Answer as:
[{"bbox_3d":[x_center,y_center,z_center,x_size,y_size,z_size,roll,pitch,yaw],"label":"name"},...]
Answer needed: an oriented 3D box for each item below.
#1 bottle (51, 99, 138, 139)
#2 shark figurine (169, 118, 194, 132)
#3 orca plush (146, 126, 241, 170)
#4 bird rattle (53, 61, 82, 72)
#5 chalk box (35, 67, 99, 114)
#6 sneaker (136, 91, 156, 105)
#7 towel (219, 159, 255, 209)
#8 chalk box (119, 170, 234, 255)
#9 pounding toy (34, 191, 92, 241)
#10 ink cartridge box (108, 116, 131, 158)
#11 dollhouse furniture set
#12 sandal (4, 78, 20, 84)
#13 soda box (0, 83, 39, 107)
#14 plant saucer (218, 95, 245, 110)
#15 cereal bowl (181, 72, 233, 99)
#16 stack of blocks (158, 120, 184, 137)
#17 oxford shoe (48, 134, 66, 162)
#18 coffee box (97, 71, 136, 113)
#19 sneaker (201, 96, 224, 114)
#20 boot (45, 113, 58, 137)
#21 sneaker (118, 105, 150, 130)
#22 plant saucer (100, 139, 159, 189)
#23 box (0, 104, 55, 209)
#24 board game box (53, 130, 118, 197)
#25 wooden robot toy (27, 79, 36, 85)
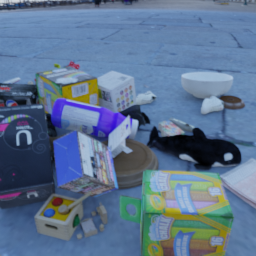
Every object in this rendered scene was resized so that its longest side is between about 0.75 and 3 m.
[{"bbox_3d":[-1.121,-0.226,9.612,2.859,1.194,0.933,13,72,-5],"label":"bottle"},{"bbox_3d":[1.844,-0.049,10.262,1.180,0.492,0.705,25,3,25],"label":"shark figurine"},{"bbox_3d":[2.058,0.336,8.842,2.970,1.056,1.563,20,35,32],"label":"orca plush"},{"bbox_3d":[-3.121,-2.838,15.109,1.583,1.093,1.941,34,29,29],"label":"bird rattle"},{"bbox_3d":[-2.623,-1.431,11.408,1.672,1.663,2.687,-21,34,-35],"label":"chalk box"},{"bbox_3d":[0.772,-1.273,12.449,0.496,0.460,1.223,35,45,30],"label":"sneaker"},{"bbox_3d":[3.527,1.495,7.589,1.604,0.258,1.532,-18,34,-28],"label":"towel"},{"bbox_3d":[0.878,1.811,5.904,2.157,1.342,1.335,1,29,3],"label":"chalk box"},{"bbox_3d":[-1.426,1.906,6.365,1.001,0.711,0.921,8,30,14],"label":"pounding toy"},{"bbox_3d":[-0.201,0.258,8.510,0.251,0.990,1.124,39,21,-21],"label":"ink cartridge box"},{"bbox_3d":[-0.882,2.079,6.409,0.757,0.369,0.645,-12,31,-21],"label":"dollhouse furniture set"},{"bbox_3d":[-6.073,-1.903,13.586,1.879,0.462,0.764,-36,30,-33],"label":"sandal"},{"bbox_3d":[-5.142,-1.265,11.755,2.861,0.906,1.012,4,40,6],"label":"soda box"},{"bbox_3d":[4.539,-1.173,12.446,1.284,0.235,1.284,-1,30,0],"label":"plant saucer"},{"bbox_3d":[3.582,-1.928,12.907,2.275,0.947,2.275,-1,20,0],"label":"cereal bowl"},{"bbox_3d":[1.469,0.124,10.014,0.589,0.299,1.023,-12,31,-21],"label":"stack of blocks"},{"bbox_3d":[-2.762,0.635,8.267,2.194,0.926,0.797,-12,-12,-28],"label":"oxford shoe"},{"bbox_3d":[-0.593,-1.431,11.674,1.309,1.295,1.307,25,46,38],"label":"coffee box"},{"bbox_3d":[3.562,-0.919,11.664,0.731,0.574,1.472,24,38,31],"label":"sneaker"},{"bbox_3d":[-3.535,0.153,9.331,2.396,0.902,1.791,-6,30,-12],"label":"boot"},{"bbox_3d":[0.129,-0.301,10.437,0.508,0.883,1.693,-10,-9,-38],"label":"sneaker"},{"bbox_3d":[-0.252,0.959,8.483,2.357,0.347,2.357,-1,28,0],"label":"plant saucer"},{"bbox_3d":[-2.674,0.671,7.076,1.391,1.207,2.276,-8,61,-17],"label":"box"},{"bbox_3d":[-1.014,0.921,6.832,0.723,1.493,1.190,-25,59,19],"label":"board game box"},{"bbox_3d":[-4.232,-1.884,13.333,1.673,0.737,0.759,-16,44,-26],"label":"wooden robot toy"}]
